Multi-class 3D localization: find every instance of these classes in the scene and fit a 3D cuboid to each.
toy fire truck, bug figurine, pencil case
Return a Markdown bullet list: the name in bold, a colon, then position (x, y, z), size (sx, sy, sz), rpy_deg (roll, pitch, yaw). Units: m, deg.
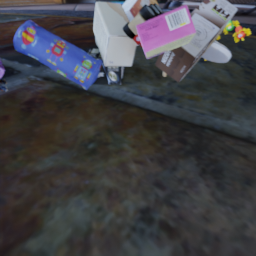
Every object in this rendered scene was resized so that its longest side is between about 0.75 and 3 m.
- **toy fire truck**: position (0.893, -2.677, 8.900), size (2.018, 1.299, 1.777), rpy_deg (48, 30, -7)
- **bug figurine**: position (3.552, -3.414, 10.616), size (1.881, 0.484, 1.458), rpy_deg (-30, 43, 31)
- **pencil case**: position (-2.380, -2.470, 9.614), size (2.979, 1.162, 1.294), rpy_deg (29, -13, -9)

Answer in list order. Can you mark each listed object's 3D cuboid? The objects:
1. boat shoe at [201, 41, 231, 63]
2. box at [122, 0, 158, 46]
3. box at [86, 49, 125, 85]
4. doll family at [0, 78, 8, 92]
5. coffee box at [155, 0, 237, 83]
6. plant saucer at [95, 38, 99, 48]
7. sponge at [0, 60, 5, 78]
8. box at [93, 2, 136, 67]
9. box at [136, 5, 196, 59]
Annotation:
- **boat shoe**: position (2.619, -3.263, 10.219), size (2.612, 0.926, 0.912), rpy_deg (30, 79, 21)
- **box**: position (0.484, -4.819, 12.253), size (1.085, 1.553, 2.040), rpy_deg (-6, 45, 43)
- **box**: position (-1.338, -3.377, 15.217), size (2.218, 1.166, 2.708), rpy_deg (2, 31, 3)
- **doll family**: position (-3.998, -1.419, 8.479), size (0.860, 0.338, 0.497), rpy_deg (35, 2, 18)
- **coffee box**: position (1.458, -1.962, 6.091), size (0.704, 0.997, 1.764), rpy_deg (39, 67, 5)
- **plant saucer**: position (-1.210, -4.374, 13.492), size (0.288, 1.146, 1.146), rpy_deg (25, 39, 37)
- **sponge**: position (-4.415, -1.754, 8.102), size (0.422, 1.578, 2.829), rpy_deg (31, 15, -47)
- **box**: position (-0.547, -3.432, 10.165), size (1.011, 1.235, 2.601), rpy_deg (-3, 48, -17)
- **box**: position (0.631, -1.606, 4.833), size (0.856, 0.470, 0.973), rpy_deg (-20, 5, 8)
